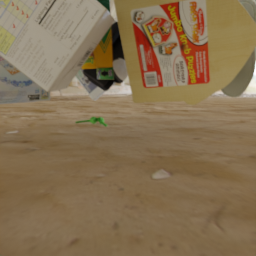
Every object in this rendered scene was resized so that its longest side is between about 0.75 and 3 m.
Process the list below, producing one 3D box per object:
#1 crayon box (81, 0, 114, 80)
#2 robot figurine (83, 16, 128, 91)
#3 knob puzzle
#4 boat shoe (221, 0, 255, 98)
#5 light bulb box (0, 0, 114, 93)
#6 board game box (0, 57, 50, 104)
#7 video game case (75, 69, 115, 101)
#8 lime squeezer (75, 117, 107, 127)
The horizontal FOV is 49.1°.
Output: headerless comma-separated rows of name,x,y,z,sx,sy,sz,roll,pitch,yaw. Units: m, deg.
crayon box,-0.926,-2.373,7.819,0.529,2.052,1.290,-9,13,-26
robot figurine,-0.434,-2.634,9.722,1.650,2.645,1.987,36,-2,-28
knob puzzle,1.238,-1.770,5.840,3.002,3.002,0.416,3,31,17
boat shoe,2.892,-2.012,7.111,0.977,2.584,0.779,21,44,25
light bulb box,-1.876,-2.353,6.340,2.212,2.192,1.380,39,12,-3
board game box,-3.697,-1.992,8.411,2.865,2.851,0.621,-8,48,-31
video game case,-1.440,-3.018,12.670,2.446,2.685,0.308,-39,-7,11
lime squeezer,-1.489,-0.245,12.424,1.788,0.337,0.631,7,42,33
